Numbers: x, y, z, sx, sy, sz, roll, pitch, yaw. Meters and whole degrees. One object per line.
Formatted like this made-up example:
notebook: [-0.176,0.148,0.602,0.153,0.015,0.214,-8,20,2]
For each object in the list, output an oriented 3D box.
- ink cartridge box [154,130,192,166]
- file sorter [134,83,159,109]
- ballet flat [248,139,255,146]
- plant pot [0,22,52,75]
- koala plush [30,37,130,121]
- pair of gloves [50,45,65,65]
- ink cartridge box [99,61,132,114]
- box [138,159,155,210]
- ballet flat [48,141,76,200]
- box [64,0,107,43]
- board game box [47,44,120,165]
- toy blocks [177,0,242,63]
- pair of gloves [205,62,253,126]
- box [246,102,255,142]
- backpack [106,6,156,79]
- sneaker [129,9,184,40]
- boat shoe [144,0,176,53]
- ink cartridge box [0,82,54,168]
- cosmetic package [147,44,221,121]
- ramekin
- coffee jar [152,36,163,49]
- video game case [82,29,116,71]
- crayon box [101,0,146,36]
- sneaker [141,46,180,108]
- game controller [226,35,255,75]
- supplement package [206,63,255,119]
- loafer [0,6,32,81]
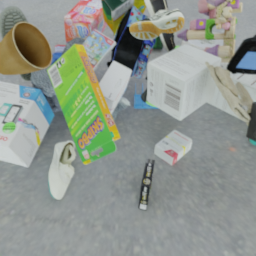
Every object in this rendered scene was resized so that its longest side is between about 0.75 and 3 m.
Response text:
ink cartridge box: [1.518,0.648,9.381,0.779,0.448,1.074,34,52,31]
file sorter: [0.860,-1.324,11.316,1.223,0.750,0.849,1,43,0]
ballet flat: [4.841,0.422,9.650,1.529,0.520,0.523,13,34,-1]
plant pot: [-2.828,-1.859,7.148,1.284,1.196,1.196,-16,35,29]
koala plush: [-1.570,-1.125,10.282,2.984,2.742,2.646,35,59,6]
pair of gloves: [-2.828,-3.738,14.285,2.606,0.297,2.095,-2,43,-1]
ink cartridge box: [-0.449,-1.031,7.638,0.588,1.389,1.004,30,75,-1]
box: [0.515,1.593,7.831,0.285,1.160,0.935,8,42,7]
ballet flat: [-1.961,1.147,8.565,0.744,0.744,2.144,-4,40,-4]
box: [-1.612,-4.262,11.229,1.142,1.054,2.226,12,45,6]
board game box: [-1.038,-0.491,6.445,0.378,1.204,2.521,-10,77,-50]
toy blocks: [2.662,-3.458,9.834,2.118,2.351,2.516,8,12,28]
pair of gloves: [2.775,-0.641,7.030,2.172,0.381,1.847,27,40,-39]
box: [3.353,-0.108,6.139,1.167,0.867,0.725,-5,21,-18]
backpack: [0.215,-3.092,10.053,1.423,1.930,2.115,19,76,-3]
sneaker: [0.781,-2.893,7.767,1.501,0.568,0.658,-6,53,9]
boat shoe: [1.339,-3.664,9.866,0.772,2.560,0.946,-22,40,15]
ink cartridge box: [-3.681,-0.100,9.007,1.551,1.544,2.114,12,61,11]
cosmetic package: [1.533,-1.322,7.887,1.594,1.314,1.315,-32,51,-30]
ramekin: [3.698,-3.729,13.583,2.591,1.207,2.591,-1,43,1]
coffee jar: [0.770,-4.755,14.892,2.229,0.951,1.162,0,43,1]
video game case: [-1.112,-2.397,8.818,0.917,0.112,1.283,36,85,19]
crayon box: [-0.109,-4.559,10.475,1.699,2.676,0.680,-37,92,-2]
sneaker: [1.200,-1.859,9.596,1.110,1.017,2.650,9,56,36]
game controller: [3.741,-2.063,8.325,1.183,2.267,0.477,16,84,8]
supplement package: [4.582,-1.375,10.760,1.558,1.553,2.657,-33,52,-31]
loafer: [-3.890,-2.992,10.018,1.006,2.675,0.932,-16,42,-18]
